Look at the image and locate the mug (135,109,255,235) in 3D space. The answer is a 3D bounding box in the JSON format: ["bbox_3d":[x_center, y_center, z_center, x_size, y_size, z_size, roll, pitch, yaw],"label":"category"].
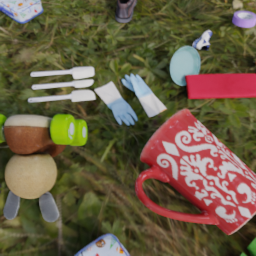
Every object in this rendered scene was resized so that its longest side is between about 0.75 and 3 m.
[{"bbox_3d":[1.807,1.382,7.437,2.902,1.936,2.576,43,99,19],"label":"mug"}]

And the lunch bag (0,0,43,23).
[{"bbox_3d":[-4.847,-5.436,12.360,1.867,0.705,1.496,35,65,19],"label":"lunch bag"}]

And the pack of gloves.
[{"bbox_3d":[0.050,-1.095,9.679,1.728,0.406,2.057,-26,60,-17],"label":"pack of gloves"}]

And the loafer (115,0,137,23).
[{"bbox_3d":[-0.096,-5.842,12.516,0.970,0.850,2.699,3,57,2],"label":"loafer"}]

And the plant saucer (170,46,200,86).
[{"bbox_3d":[1.978,-2.207,10.005,1.374,1.374,0.247,-31,30,-19],"label":"plant saucer"}]

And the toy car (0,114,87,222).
[{"bbox_3d":[-2.530,1.100,7.702,2.318,2.226,2.821,1,85,8],"label":"toy car"}]

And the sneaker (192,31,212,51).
[{"bbox_3d":[3.089,-3.398,11.227,0.577,0.404,1.000,40,72,19],"label":"sneaker"}]

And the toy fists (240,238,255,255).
[{"bbox_3d":[3.088,3.235,6.855,1.133,0.390,0.578,-36,56,-19],"label":"toy fists"}]

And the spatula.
[{"bbox_3d":[-2.390,-1.563,10.150,2.342,0.188,1.628,-5,62,-2],"label":"spatula"}]

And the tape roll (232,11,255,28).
[{"bbox_3d":[4.907,-4.582,11.804,0.926,0.304,0.926,0,45,0],"label":"tape roll"}]

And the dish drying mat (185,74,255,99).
[{"bbox_3d":[3.400,-1.487,10.031,2.635,0.240,1.012,-2,61,-3],"label":"dish drying mat"}]

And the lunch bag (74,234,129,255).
[{"bbox_3d":[-0.726,3.550,6.455,1.901,0.718,1.523,-32,64,-20],"label":"lunch bag"}]
